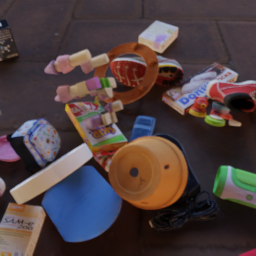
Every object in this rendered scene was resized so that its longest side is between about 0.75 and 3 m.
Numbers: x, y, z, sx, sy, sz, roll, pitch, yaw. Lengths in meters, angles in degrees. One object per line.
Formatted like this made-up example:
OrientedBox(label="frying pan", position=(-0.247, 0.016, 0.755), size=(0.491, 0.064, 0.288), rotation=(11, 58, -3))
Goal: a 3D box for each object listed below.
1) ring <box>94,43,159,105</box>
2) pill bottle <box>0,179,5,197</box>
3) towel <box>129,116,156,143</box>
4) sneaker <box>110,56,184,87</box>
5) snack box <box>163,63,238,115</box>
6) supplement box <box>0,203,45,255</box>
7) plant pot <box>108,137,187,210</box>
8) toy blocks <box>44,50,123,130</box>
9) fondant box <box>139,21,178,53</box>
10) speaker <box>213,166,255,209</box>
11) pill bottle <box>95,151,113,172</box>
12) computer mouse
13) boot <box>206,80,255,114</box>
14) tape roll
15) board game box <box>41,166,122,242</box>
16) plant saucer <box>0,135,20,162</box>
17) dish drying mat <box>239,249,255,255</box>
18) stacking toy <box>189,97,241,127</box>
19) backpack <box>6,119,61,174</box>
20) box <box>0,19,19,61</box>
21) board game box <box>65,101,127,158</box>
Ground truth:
OrientedBox(label="ring", position=(-0.149, -2.016, 10.045), size=(2.550, 0.245, 2.550), rotation=(-9, 65, 20))
OrientedBox(label="pill bottle", position=(-4.027, 2.080, 6.625), size=(1.243, 1.243, 2.215), rotation=(10, 49, 9))
OrientedBox(label="towel", position=(0.462, 0.092, 8.960), size=(0.657, 0.285, 1.176), rotation=(10, 50, 10))
OrientedBox(label="sneaker", position=(0.682, -2.180, 10.566), size=(2.695, 1.049, 1.107), rotation=(7, 38, -1))
OrientedBox(label="snack box", position=(2.661, -1.498, 10.252), size=(2.912, 0.354, 1.047), rotation=(-32, 54, -24))
OrientedBox(label="supplement box", position=(-2.639, 2.564, 6.696), size=(0.860, 0.502, 1.365), rotation=(5, 49, 4))
OrientedBox(label="plant pot", position=(0.381, 1.078, 6.853), size=(1.890, 1.323, 1.890), rotation=(-4, 79, 23))
OrientedBox(label="toy blocks", position=(-1.530, -1.041, 8.876), size=(1.966, 2.336, 2.183), rotation=(-16, 6, 16))
OrientedBox(label="fondant box", position=(1.347, -4.047, 12.384), size=(1.145, 0.462, 1.587), rotation=(26, 55, 20))
OrientedBox(label="speaker", position=(3.351, 1.658, 7.222), size=(2.104, 0.931, 0.931), rotation=(16, 51, 13))
OrientedBox(label="pill bottle", position=(-0.584, 0.984, 8.099), size=(0.428, 0.428, 0.763), rotation=(-34, 57, -26))
OrientedBox(label="computer mouse", position=(1.149, 1.403, 7.669), size=(1.809, 0.689, 2.613), rotation=(-11, 62, -12))
OrientedBox(label="boot", position=(3.933, -0.891, 8.919), size=(2.417, 0.875, 1.743), rotation=(1, 24, -15))
OrientedBox(label="tape roll", position=(-1.886, 1.122, 7.000), size=(2.164, 2.164, 0.395), rotation=(-35, 94, -26))
OrientedBox(label="board game box", position=(-1.194, 1.993, 7.289), size=(1.656, 0.408, 2.096), rotation=(-35, 52, -21))
OrientedBox(label="plant saucer", position=(-3.519, 0.640, 8.398), size=(1.034, 0.262, 1.034), rotation=(8, 40, -7))
OrientedBox(label="dish drying mat", position=(2.077, 3.500, 6.044), size=(2.611, 0.238, 1.003), rotation=(-16, 46, -12))
OrientedBox(label="stacking toy", position=(2.835, -0.564, 8.894), size=(1.422, 0.601, 1.288), rotation=(0, 24, -22))
OrientedBox(label="backpack", position=(-2.587, 0.373, 8.040), size=(1.065, 1.383, 1.317), rotation=(-10, 34, 11))
OrientedBox(label="box", position=(-5.171, -3.528, 11.352), size=(0.998, 1.345, 0.720), rotation=(-22, 53, -18))
OrientedBox(label="board game box", position=(-0.998, -0.035, 8.715), size=(1.154, 0.362, 2.416), rotation=(-8, 44, -31))
